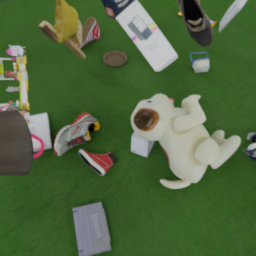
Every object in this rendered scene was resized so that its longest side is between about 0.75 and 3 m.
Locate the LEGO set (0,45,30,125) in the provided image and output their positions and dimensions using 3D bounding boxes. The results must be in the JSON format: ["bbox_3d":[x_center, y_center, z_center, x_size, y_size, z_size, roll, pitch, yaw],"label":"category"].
[{"bbox_3d":[-3.062,-1.117,7.407,0.775,2.083,0.958,-3,18,-19],"label":"LEGO set"}]

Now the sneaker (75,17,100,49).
[{"bbox_3d":[-1.976,-4.358,13.595,0.638,1.007,1.791,30,86,20],"label":"sneaker"}]

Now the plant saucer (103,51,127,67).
[{"bbox_3d":[-0.593,-3.135,12.759,1.109,0.163,1.109,0,49,0],"label":"plant saucer"}]

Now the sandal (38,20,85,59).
[{"bbox_3d":[-1.983,-3.194,9.103,0.941,1.049,2.860,-49,48,-4],"label":"sandal"}]

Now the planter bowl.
[{"bbox_3d":[-1.661,-2.933,7.695,0.492,1.180,1.180,-5,49,-23],"label":"planter bowl"}]

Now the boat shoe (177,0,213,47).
[{"bbox_3d":[1.969,-3.213,8.378,0.757,2.032,0.745,-19,37,30],"label":"boat shoe"}]

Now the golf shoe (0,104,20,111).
[{"bbox_3d":[-4.806,-0.539,10.364,1.532,0.556,0.706,-14,47,-23],"label":"golf shoe"}]

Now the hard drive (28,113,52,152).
[{"bbox_3d":[-3.927,0.308,9.775,2.322,0.310,1.532,-12,51,-10],"label":"hard drive"}]

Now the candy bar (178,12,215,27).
[{"bbox_3d":[3.703,-5.844,14.987,2.135,0.237,0.532,32,57,25],"label":"candy bar"}]

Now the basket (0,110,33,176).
[{"bbox_3d":[-3.202,0.318,5.748,1.900,1.292,1.713,1,42,-47],"label":"basket"}]

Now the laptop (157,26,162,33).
[{"bbox_3d":[1.214,-5.119,14.213,0.936,0.483,0.829,-9,51,-7],"label":"laptop"}]

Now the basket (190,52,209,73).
[{"bbox_3d":[3.122,-2.870,12.177,0.782,0.617,0.887,-5,81,-4],"label":"basket"}]

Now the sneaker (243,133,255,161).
[{"bbox_3d":[4.541,0.998,8.741,1.668,1.023,2.563,-1,50,1],"label":"sneaker"}]

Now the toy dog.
[{"bbox_3d":[1.382,0.167,8.550,2.804,2.718,1.956,39,14,-3],"label":"toy dog"}]

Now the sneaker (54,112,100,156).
[{"bbox_3d":[-1.744,0.237,9.545,0.803,0.761,1.956,29,56,21],"label":"sneaker"}]

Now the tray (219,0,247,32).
[{"bbox_3d":[3.606,-4.054,9.432,0.227,2.044,1.097,32,89,0],"label":"tray"}]

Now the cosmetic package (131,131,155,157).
[{"bbox_3d":[0.714,0.040,9.631,0.614,0.874,1.724,20,54,15],"label":"cosmetic package"}]

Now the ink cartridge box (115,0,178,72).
[{"bbox_3d":[0.528,-3.207,9.388,0.895,1.557,2.658,-36,92,16],"label":"ink cartridge box"}]

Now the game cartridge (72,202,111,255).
[{"bbox_3d":[-1.013,2.788,7.758,0.885,0.262,1.366,-8,50,-12],"label":"game cartridge"}]

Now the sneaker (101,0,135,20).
[{"bbox_3d":[-0.583,-4.392,9.625,1.000,1.127,2.668,31,22,24],"label":"sneaker"}]

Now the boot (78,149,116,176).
[{"bbox_3d":[-0.985,0.934,9.202,1.163,0.421,0.839,36,58,17],"label":"boot"}]

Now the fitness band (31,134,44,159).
[{"bbox_3d":[-3.315,0.565,9.264,1.076,0.201,0.773,26,72,0],"label":"fitness band"}]
